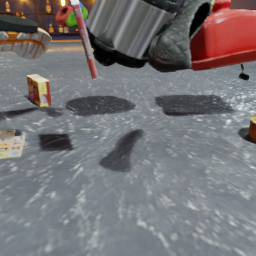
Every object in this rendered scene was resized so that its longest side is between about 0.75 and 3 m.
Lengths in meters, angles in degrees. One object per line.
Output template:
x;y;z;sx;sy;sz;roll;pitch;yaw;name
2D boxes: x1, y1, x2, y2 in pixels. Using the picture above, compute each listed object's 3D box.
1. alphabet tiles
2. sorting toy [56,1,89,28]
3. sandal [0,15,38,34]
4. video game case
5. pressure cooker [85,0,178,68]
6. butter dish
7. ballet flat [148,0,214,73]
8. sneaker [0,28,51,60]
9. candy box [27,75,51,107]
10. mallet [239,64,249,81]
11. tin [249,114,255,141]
-3.535;0.422;7.320;1.542;0.070;1.845;-5;22;-13;alphabet tiles
-1.453;-3.060;7.893;1.313;0.789;0.539;33;-6;40;sorting toy
-3.167;-2.272;5.347;2.790;0.629;1.048;-6;35;-28;sandal
-0.890;-1.857;5.516;0.133;1.519;1.086;-16;44;-4;video game case
-0.054;-3.230;8.877;2.433;2.766;2.471;7;39;-35;pressure cooker
3.216;-3.168;9.428;2.933;2.168;2.925;-11;11;-2;butter dish
1.163;-1.799;5.161;0.738;0.863;2.596;19;53;19;ballet flat
-3.264;-2.608;7.797;0.990;1.003;2.563;46;28;22;sneaker
-3.561;-1.516;11.133;0.470;0.971;1.664;-13;25;-32;candy box
4.211;-2.120;10.368;0.329;0.206;1.000;14;45;-8;mallet
4.513;0.249;7.117;1.636;0.612;2.922;-9;22;-32;tin
